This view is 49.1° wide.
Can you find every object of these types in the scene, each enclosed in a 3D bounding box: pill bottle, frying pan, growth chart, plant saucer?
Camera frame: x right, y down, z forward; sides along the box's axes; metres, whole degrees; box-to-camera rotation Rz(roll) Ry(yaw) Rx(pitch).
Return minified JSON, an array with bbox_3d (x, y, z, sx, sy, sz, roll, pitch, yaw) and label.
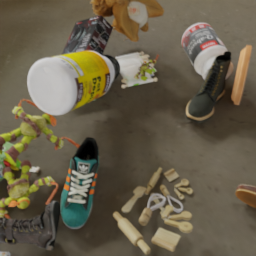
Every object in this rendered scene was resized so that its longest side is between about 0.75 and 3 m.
[{"bbox_3d":[3.274,-3.081,11.621,1.449,1.449,2.502,-9,52,-9],"label":"pill bottle"},{"bbox_3d":[-1.386,-2.089,11.382,2.313,0.376,1.399,-34,72,-7],"label":"frying pan"},{"bbox_3d":[0.308,-2.583,12.080,1.791,0.219,2.474,-10,45,-11],"label":"growth chart"},{"bbox_3d":[-1.600,-1.555,8.931,1.636,1.636,2.995,18,27,18],"label":"pill bottle"},{"bbox_3d":[3.995,-1.864,9.963,0.336,2.081,2.081,13,45,18],"label":"plant saucer"}]

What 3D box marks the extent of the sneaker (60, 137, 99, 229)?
[{"bbox_3d":[-1.254,1.324,7.327,0.861,0.964,2.412,8,53,-5],"label":"sneaker"}]

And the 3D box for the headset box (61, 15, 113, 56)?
[{"bbox_3d":[-1.754,-3.291,11.354,1.626,0.844,2.185,7,70,43],"label":"headset box"}]

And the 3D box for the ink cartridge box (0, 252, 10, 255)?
[{"bbox_3d":[-3.254,3.227,6.048,1.074,0.233,1.064,2,44,-1],"label":"ink cartridge box"}]

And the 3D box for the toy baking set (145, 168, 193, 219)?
[{"bbox_3d":[1.082,1.715,7.657,1.175,0.178,1.531,25,49,23],"label":"toy baking set"}]

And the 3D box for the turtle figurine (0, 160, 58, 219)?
[{"bbox_3d":[-2.903,1.606,7.295,1.986,0.640,1.602,-33,43,-6],"label":"turtle figurine"}]

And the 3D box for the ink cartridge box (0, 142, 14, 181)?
[{"bbox_3d":[-4.205,1.247,7.801,1.127,0.644,2.172,18,47,18],"label":"ink cartridge box"}]

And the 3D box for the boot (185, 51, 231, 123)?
[{"bbox_3d":[2.804,-1.468,9.750,0.973,1.738,2.513,22,45,20],"label":"boot"}]

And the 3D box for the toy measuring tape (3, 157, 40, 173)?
[{"bbox_3d":[-3.265,1.001,8.195,1.350,0.497,0.497,10,45,10],"label":"toy measuring tape"}]

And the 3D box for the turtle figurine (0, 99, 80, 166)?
[{"bbox_3d":[-2.726,0.170,8.034,2.407,0.775,1.941,39,56,9],"label":"turtle figurine"}]

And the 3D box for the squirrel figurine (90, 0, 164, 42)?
[{"bbox_3d":[-0.248,-5.116,12.421,1.926,2.722,2.540,-51,19,-2],"label":"squirrel figurine"}]

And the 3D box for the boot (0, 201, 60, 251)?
[{"bbox_3d":[-2.301,2.144,6.078,1.501,1.724,0.597,11,36,-9],"label":"boot"}]

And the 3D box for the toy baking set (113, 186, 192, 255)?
[{"bbox_3d":[0.529,2.143,6.677,1.665,0.252,2.169,-12,25,-35],"label":"toy baking set"}]

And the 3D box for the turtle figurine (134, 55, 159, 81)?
[{"bbox_3d":[0.686,-2.315,10.868,1.330,0.428,1.073,-38,27,18],"label":"turtle figurine"}]

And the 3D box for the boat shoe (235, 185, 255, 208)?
[{"bbox_3d":[3.623,1.831,7.286,1.601,0.563,0.563,22,51,11],"label":"boat shoe"}]
